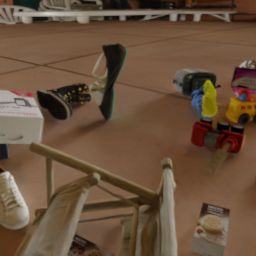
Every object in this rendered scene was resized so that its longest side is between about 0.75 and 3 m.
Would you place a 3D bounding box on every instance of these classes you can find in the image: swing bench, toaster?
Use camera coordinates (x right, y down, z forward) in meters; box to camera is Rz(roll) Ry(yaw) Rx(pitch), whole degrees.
[{"bbox_3d":[-0.648,1.731,4.243,2.710,1.758,2.695,8,26,3],"label":"swing bench"},{"bbox_3d":[3.016,-2.069,12.573,1.954,1.110,1.262,-6,25,-15],"label":"toaster"}]

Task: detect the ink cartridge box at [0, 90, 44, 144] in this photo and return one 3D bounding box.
[{"bbox_3d":[-2.709,-0.293,6.486,1.151,0.661,1.585,2,25,-31],"label":"ink cartridge box"}]

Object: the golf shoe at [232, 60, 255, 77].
[{"bbox_3d":[5.873,-2.813,14.185,1.250,1.029,2.646,2,25,4],"label":"golf shoe"}]

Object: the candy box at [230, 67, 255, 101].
[{"bbox_3d":[5.006,-1.561,10.747,1.732,0.775,2.541,14,3,27],"label":"candy box"}]

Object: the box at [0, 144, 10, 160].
[{"bbox_3d":[-4.405,0.312,7.850,1.898,0.990,1.405,-12,28,-21],"label":"box"}]

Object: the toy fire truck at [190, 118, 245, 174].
[{"bbox_3d":[2.351,0.467,7.799,1.411,1.031,1.603,16,20,29],"label":"toy fire truck"}]

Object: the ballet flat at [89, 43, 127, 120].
[{"bbox_3d":[-0.801,-1.563,9.575,0.949,2.774,0.943,7,29,-15],"label":"ballet flat"}]

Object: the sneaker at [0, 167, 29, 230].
[{"bbox_3d":[-2.610,1.404,5.888,0.604,0.702,1.659,-22,41,-33],"label":"sneaker"}]

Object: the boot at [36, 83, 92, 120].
[{"bbox_3d":[-2.279,-1.119,10.929,1.876,0.912,2.491,-19,27,-33],"label":"boot"}]

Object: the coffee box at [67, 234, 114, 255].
[{"bbox_3d":[-0.704,2.219,4.718,0.844,0.337,0.477,15,30,27],"label":"coffee box"}]

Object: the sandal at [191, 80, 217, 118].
[{"bbox_3d":[2.897,-0.992,10.921,0.948,0.865,2.177,-27,20,31],"label":"sandal"}]

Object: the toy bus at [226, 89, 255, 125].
[{"bbox_3d":[4.213,-0.797,9.934,1.210,1.162,0.821,-3,25,-9],"label":"toy bus"}]

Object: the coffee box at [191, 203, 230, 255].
[{"bbox_3d":[1.569,1.915,5.279,0.556,0.388,0.972,10,28,20],"label":"coffee box"}]
